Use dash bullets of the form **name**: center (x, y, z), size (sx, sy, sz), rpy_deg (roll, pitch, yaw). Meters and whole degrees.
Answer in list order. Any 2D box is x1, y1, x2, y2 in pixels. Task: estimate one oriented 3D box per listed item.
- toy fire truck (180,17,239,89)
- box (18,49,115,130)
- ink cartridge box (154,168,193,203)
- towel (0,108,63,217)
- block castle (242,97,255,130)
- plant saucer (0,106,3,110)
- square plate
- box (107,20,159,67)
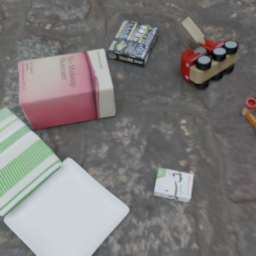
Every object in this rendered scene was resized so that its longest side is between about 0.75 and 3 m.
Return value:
- **toy fire truck**: center (2.648, -2.915, 10.524), size (2.039, 1.491, 2.317), rpy_deg (-32, 51, -18)
- **box**: center (-1.979, -1.280, 9.315), size (2.848, 1.552, 1.821), rpy_deg (-11, 59, -6)
- **ink cartridge box**: center (1.331, 1.669, 8.197), size (1.040, 0.438, 0.759), rpy_deg (10, 62, 7)
- **towel**: center (-3.696, 0.890, 8.364), size (2.982, 0.349, 2.275), rpy_deg (37, 64, 22)
- **block castle**: center (4.957, -0.657, 9.331), size (1.934, 0.907, 1.293), rpy_deg (-19, 61, -11)
- **plant saucer**: center (-4.962, 0.235, 9.061), size (2.499, 0.368, 2.499), rpy_deg (1, 57, -1)
- **square plate**: center (-1.678, 2.446, 7.795), size (2.501, 0.356, 2.477), rpy_deg (36, 65, 19)
- **box**: center (0.218, -3.429, 11.246), size (1.566, 0.477, 1.943), rpy_deg (17, 61, 9)
